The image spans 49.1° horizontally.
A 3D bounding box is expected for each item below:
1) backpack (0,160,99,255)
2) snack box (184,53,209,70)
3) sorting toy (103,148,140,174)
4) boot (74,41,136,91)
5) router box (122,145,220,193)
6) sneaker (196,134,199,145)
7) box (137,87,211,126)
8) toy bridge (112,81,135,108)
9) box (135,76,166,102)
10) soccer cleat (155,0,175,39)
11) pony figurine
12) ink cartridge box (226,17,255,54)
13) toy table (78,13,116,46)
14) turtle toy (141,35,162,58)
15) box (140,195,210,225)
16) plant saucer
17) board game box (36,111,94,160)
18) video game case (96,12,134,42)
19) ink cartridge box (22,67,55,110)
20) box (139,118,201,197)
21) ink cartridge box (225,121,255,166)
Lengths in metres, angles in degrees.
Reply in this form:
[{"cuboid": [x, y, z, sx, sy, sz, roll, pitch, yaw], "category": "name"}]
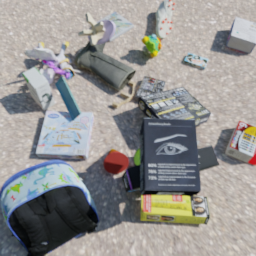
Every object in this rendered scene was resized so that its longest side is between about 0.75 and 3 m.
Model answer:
[{"cuboid": [-2.485, 2.273, 8.623, 2.548, 2.784, 2.046, -25, 47, -14], "category": "backpack"}, {"cuboid": [3.292, -3.223, 13.536, 1.042, 0.193, 0.606, 22, 61, 13], "category": "snack box"}, {"cuboid": [0.411, 0.941, 10.792, 2.866, 0.994, 0.987, -10, 28, -9], "category": "sorting toy"}, {"cuboid": [-0.828, -3.181, 13.062, 2.705, 0.982, 2.460, 26, 74, 22], "category": "boot"}, {"cuboid": [1.288, 1.446, 9.497, 2.873, 2.143, 0.734, -15, 77, -8], "category": "router box"}, {"cuboid": [2.036, 0.196, 11.205, 1.858, 0.697, 1.073, 41, 65, 13], "category": "sneaker"}, {"cuboid": [1.865, -0.755, 11.325, 2.375, 0.583, 1.915, -17, 50, -31], "category": "box"}, {"cuboid": [-0.092, -1.426, 12.405, 0.540, 0.219, 1.607, 25, 61, 17], "category": "toy bridge"}, {"cuboid": [1.000, -1.645, 12.490, 1.034, 0.326, 1.311, 17, 60, 10], "category": "box"}, {"cuboid": [1.824, -5.663, 14.748, 0.854, 0.956, 2.464, 28, 66, -35], "category": "soccer cleat"}, {"cuboid": [-3.468, -2.989, 12.609, 2.266, 1.955, 2.348, -6, 48, -20], "category": "pony figurine"}, {"cuboid": [5.806, -4.758, 14.092, 1.303, 0.729, 1.909, 21, 60, 6], "category": "ink cartridge box"}, {"cuboid": [-1.415, -4.288, 12.343, 0.889, 1.517, 1.395, -9, 76, -55], "category": "toy table"}, {"cuboid": [1.205, -4.003, 13.469, 0.740, 1.465, 1.067, -34, 101, 8], "category": "turtle toy"}, {"cuboid": [1.568, 2.746, 9.572, 2.274, 0.570, 0.856, 3, 44, 3], "category": "box"}, {"cuboid": [-2.395, -1.177, 11.244, 0.166, 0.611, 1.749, -17, 77, -47], "category": "plant saucer"}, {"cuboid": [-2.479, 0.260, 11.217, 1.972, 0.406, 1.967, 3, 60, 4], "category": "board game box"}, {"cuboid": [-0.828, -5.390, 14.858, 1.699, 0.187, 1.549, -38, 66, -21], "category": "video game case"}, {"cuboid": [-3.738, -1.618, 11.798, 0.625, 1.486, 1.084, -35, 65, -21], "category": "ink cartridge box"}, {"cuboid": [1.120, 0.842, 7.955, 1.530, 1.079, 2.068, 2, 69, -3], "category": "box"}, {"cuboid": [4.664, 0.590, 10.965, 1.221, 0.583, 1.391, 23, 61, 15], "category": "ink cartridge box"}]
